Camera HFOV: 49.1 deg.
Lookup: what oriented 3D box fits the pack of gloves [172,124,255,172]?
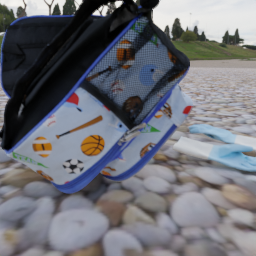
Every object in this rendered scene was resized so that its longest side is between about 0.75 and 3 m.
[{"bbox_3d":[1.967,0.244,5.670,1.743,0.344,1.464,16,29,22],"label":"pack of gloves"}]

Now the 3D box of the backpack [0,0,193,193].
[{"bbox_3d":[-0.624,-0.418,4.594,2.820,2.281,2.961,-42,20,-4],"label":"backpack"}]

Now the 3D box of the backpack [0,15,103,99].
[{"bbox_3d":[-1.673,-1.481,7.434,2.859,2.617,2.101,5,-4,3],"label":"backpack"}]
